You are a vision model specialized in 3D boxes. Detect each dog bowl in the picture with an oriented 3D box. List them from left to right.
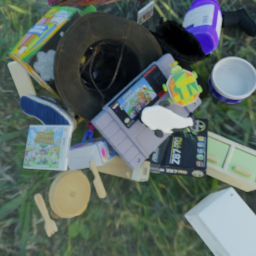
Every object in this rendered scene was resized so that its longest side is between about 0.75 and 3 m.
[{"bbox_3d":[3.564,-1.619,9.611,1.517,0.598,1.517,0,72,0],"label":"dog bowl"}]

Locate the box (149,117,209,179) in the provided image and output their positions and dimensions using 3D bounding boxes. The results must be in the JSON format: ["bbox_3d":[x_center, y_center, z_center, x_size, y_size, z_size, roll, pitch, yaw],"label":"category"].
[{"bbox_3d":[1.455,0.465,7.763,1.462,0.446,1.814,5,49,15],"label":"box"}]

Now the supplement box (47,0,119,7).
[{"bbox_3d":[-1.197,-4.442,8.592,2.431,1.341,1.041,-25,111,-42],"label":"supplement box"}]

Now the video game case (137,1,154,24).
[{"bbox_3d":[0.643,-4.263,10.447,0.751,0.685,0.086,-42,77,-13],"label":"video game case"}]

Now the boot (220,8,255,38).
[{"bbox_3d":[3.994,-3.818,10.365,1.170,0.532,1.392,-13,65,-8],"label":"boot"}]

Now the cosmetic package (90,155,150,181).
[{"bbox_3d":[-0.229,1.123,8.254,1.594,0.839,0.567,8,85,26],"label":"cosmetic package"}]

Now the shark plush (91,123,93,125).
[{"bbox_3d":[-0.998,-0.441,8.717,0.562,0.613,1.349,54,35,-21],"label":"shark plush"}]

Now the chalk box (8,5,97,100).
[{"bbox_3d":[-1.755,-2.338,7.955,2.540,1.585,1.574,-49,44,-10],"label":"chalk box"}]

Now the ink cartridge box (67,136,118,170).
[{"bbox_3d":[-0.864,0.596,7.533,1.045,1.531,0.585,-12,94,21],"label":"ink cartridge box"}]

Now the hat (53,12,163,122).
[{"bbox_3d":[-0.585,-1.449,7.333,2.967,1.197,2.967,-5,101,-27],"label":"hat"}]

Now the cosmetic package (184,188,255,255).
[{"bbox_3d":[2.678,2.768,7.456,1.175,1.912,1.906,-35,74,-11],"label":"cosmetic package"}]

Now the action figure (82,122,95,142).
[{"bbox_3d":[-1.248,0.111,9.065,0.389,0.590,1.191,19,70,2],"label":"action figure"}]

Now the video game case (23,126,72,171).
[{"bbox_3d":[-1.750,0.416,6.063,1.047,0.115,0.953,0,76,19],"label":"video game case"}]

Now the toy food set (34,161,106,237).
[{"bbox_3d":[-1.338,1.522,6.379,1.663,0.334,1.148,-28,108,-40],"label":"toy food set"}]

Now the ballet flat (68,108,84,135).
[{"bbox_3d":[-1.812,-0.339,8.316,0.791,2.306,0.727,11,108,1],"label":"ballet flat"}]

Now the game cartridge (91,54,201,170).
[{"bbox_3d":[0.540,-0.443,7.180,2.661,0.511,1.725,-44,115,-13],"label":"game cartridge"}]

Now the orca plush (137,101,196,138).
[{"bbox_3d":[0.868,-0.250,6.799,1.636,0.581,0.861,-10,101,-28],"label":"orca plush"}]

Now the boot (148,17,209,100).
[{"bbox_3d":[1.645,-1.951,8.543,2.853,2.338,1.056,35,80,-5],"label":"boot"}]

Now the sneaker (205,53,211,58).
[{"bbox_3d":[2.145,-2.737,9.882,1.639,0.629,0.687,0,35,1],"label":"sneaker"}]

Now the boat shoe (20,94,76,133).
[{"bbox_3d":[-1.956,-0.457,7.292,1.975,0.714,0.715,29,30,29],"label":"boat shoe"}]

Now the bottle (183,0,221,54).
[{"bbox_3d":[2.519,-3.643,9.523,1.222,0.955,2.925,-10,45,32],"label":"bottle"}]

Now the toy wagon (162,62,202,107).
[{"bbox_3d":[1.277,-1.070,6.819,0.846,0.216,1.090,-23,110,3],"label":"toy wagon"}]

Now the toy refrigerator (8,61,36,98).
[{"bbox_3d":[-3.519,-1.581,9.334,0.478,0.441,1.259,-18,117,-9],"label":"toy refrigerator"}]

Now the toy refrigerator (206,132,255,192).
[{"bbox_3d":[2.646,0.855,8.580,2.764,0.967,1.049,24,72,8],"label":"toy refrigerator"}]
